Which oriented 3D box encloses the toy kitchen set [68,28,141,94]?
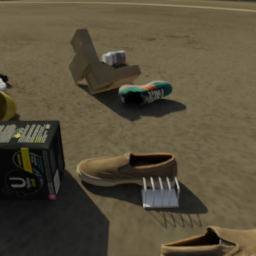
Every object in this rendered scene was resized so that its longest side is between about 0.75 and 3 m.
[{"bbox_3d":[-1.197,-2.805,12.263,2.194,2.432,1.984,-20,-5,-30],"label":"toy kitchen set"}]

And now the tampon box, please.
[{"bbox_3d":[-2.613,0.740,6.562,1.953,1.464,1.233,-1,31,-1],"label":"tampon box"}]

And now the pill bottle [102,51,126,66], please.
[{"bbox_3d":[-0.741,-3.664,14.798,1.168,0.677,0.677,-13,33,-20],"label":"pill bottle"}]

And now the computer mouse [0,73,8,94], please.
[{"bbox_3d":[-5.631,-1.631,11.482,1.543,0.617,2.814,-12,28,-24],"label":"computer mouse"}]

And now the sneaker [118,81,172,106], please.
[{"bbox_3d":[0.733,-1.238,10.721,2.147,0.766,0.858,-9,39,-9],"label":"sneaker"}]

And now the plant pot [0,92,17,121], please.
[{"bbox_3d":[-4.291,-0.681,9.547,1.114,1.114,0.791,10,4,17],"label":"plant pot"}]

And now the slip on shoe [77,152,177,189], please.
[{"bbox_3d":[-0.040,0.945,6.915,2.499,0.757,0.950,6,31,10],"label":"slip on shoe"}]

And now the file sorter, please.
[{"bbox_3d":[0.722,1.439,6.356,0.786,0.489,0.545,-2,30,-2],"label":"file sorter"}]

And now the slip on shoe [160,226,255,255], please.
[{"bbox_3d":[1.620,2.052,4.855,2.308,0.699,0.878,-13,-5,-13],"label":"slip on shoe"}]
